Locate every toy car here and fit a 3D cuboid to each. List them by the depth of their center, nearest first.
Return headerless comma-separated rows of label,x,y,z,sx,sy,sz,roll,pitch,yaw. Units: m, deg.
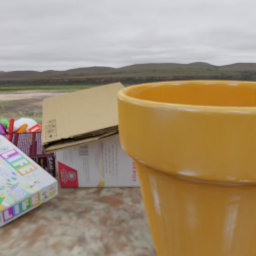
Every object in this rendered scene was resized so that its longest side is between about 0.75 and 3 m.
toy car,-3.938,0.278,9.163,1.503,1.127,1.315,-19,20,-16

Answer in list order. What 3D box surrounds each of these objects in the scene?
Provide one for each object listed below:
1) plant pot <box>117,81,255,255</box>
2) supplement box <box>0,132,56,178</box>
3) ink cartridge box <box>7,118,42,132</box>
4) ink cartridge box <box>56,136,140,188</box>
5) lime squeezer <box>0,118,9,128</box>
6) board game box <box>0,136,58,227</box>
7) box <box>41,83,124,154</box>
plant pot,1.242,0.700,4.061,2.748,2.516,2.748,-1,14,0
supplement box,-3.238,0.764,7.483,2.509,0.764,1.365,-3,29,-14
ink cartridge box,-4.633,-0.092,12.938,1.375,0.325,1.101,4,21,16
ink cartridge box,-0.647,0.618,6.824,2.044,1.508,0.875,0,23,-4
lime squeezer,-6.010,-0.261,13.922,0.808,0.431,2.288,-11,15,-41
board game box,-2.823,1.025,5.857,2.337,0.400,1.571,27,35,34
box,-0.895,-0.393,6.577,2.193,0.285,2.683,-14,26,-10
